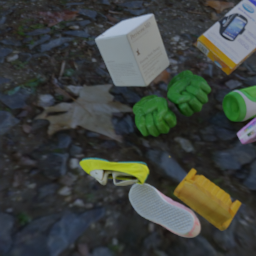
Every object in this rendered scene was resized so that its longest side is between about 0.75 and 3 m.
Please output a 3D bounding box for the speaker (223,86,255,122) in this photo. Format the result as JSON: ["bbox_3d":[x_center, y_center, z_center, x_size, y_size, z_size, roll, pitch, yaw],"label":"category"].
[{"bbox_3d":[5.021,-1.058,10.443,2.798,1.237,1.237,-14,48,-13],"label":"speaker"}]

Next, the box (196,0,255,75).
[{"bbox_3d":[3.578,-3.017,8.974,2.462,0.511,1.466,-40,76,-9],"label":"box"}]

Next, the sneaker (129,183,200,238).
[{"bbox_3d":[0.796,1.804,6.014,1.684,0.880,0.634,23,78,41],"label":"sneaker"}]

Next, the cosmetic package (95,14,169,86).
[{"bbox_3d":[0.181,-2.686,9.967,1.595,1.917,1.604,9,44,44],"label":"cosmetic package"}]

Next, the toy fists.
[{"bbox_3d":[1.475,-0.809,9.712,2.832,0.974,1.443,-34,54,6],"label":"toy fists"}]

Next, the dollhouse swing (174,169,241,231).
[{"bbox_3d":[1.845,1.396,6.155,1.301,1.144,1.182,36,52,20],"label":"dollhouse swing"}]

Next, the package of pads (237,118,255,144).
[{"bbox_3d":[3.880,-0.009,8.255,0.736,1.221,0.462,-12,64,-21],"label":"package of pads"}]

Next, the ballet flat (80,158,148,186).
[{"bbox_3d":[-0.348,0.964,5.956,1.552,0.519,0.520,2,55,12],"label":"ballet flat"}]
